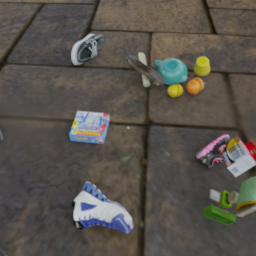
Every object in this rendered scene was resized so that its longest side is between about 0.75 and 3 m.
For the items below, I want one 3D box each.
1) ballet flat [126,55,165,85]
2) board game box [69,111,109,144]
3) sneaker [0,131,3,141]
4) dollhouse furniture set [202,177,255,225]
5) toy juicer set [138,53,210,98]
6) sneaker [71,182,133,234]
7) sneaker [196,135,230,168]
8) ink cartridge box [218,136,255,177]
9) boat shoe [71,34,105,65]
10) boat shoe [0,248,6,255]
[{"bbox_3d":[0.643,-2.198,10.951,1.796,0.416,0.605,37,35,6],"label":"ballet flat"},{"bbox_3d":[-1.303,-0.029,9.603,1.153,0.322,1.129,5,47,5],"label":"board game box"},{"bbox_3d":[-4.953,-0.230,9.544,0.882,0.754,2.025,-23,51,-14],"label":"sneaker"},{"bbox_3d":[2.520,1.680,6.848,0.693,1.380,0.904,25,54,-3],"label":"dollhouse furniture set"},{"bbox_3d":[1.684,-2.011,11.273,2.977,0.810,1.894,9,67,15],"label":"toy juicer set"},{"bbox_3d":[-0.818,2.301,7.246,1.839,0.743,1.062,28,56,32],"label":"sneaker"},{"bbox_3d":[2.801,0.756,8.842,1.418,0.560,0.676,-32,76,-25],"label":"sneaker"},{"bbox_3d":[2.797,0.642,7.027,0.813,0.388,0.926,-39,19,19],"label":"ink cartridge box"},{"bbox_3d":[-1.711,-3.517,12.500,0.787,0.851,2.305,5,36,23],"label":"boat shoe"},{"bbox_3d":[-3.891,2.784,6.780,2.203,0.628,0.737,19,50,17],"label":"boat shoe"}]
